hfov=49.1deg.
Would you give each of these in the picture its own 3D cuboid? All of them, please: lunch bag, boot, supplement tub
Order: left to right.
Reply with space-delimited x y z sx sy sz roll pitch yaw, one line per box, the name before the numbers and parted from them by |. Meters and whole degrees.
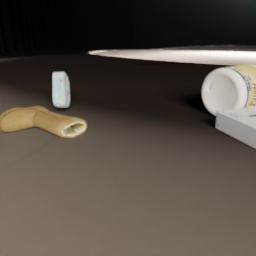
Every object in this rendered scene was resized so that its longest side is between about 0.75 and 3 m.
boot | -2.853 -0.144 9.239 2.268 0.750 1.986 18 31 35
lunch bag | -2.739 -1.550 11.317 0.551 1.431 1.147 -3 0 0
supplement tub | 4.478 -1.565 11.422 2.657 1.918 1.918 -16 25 -37

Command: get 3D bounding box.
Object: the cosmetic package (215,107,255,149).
cosmetic package | 4.419 0.016 8.866 2.022 0.693 2.682 -10 22 -18
